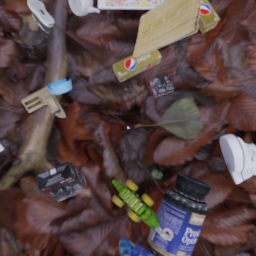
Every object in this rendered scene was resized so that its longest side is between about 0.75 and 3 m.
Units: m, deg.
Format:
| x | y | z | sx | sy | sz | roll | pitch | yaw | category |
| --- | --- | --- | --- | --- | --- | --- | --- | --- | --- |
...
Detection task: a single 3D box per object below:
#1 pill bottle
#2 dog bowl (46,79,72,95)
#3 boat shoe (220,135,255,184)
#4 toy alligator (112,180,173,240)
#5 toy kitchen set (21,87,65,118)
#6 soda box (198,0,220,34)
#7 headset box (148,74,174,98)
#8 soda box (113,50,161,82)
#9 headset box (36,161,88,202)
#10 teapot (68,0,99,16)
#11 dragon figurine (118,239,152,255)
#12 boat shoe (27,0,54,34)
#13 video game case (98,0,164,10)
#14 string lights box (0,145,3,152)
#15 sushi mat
| x | y | z | sx | sy | sz | roll | pitch | yaw | category |
| --- | --- | --- | --- | --- | --- | --- | --- | --- | --- |
| 1.312 | 2.249 | 7.072 | 1.140 | 1.140 | 2.038 | 21 | 91 | 4 | pill bottle |
| -1.924 | -1.150 | 7.894 | 0.594 | 1.066 | 0.264 | -26 | 110 | -21 | dog bowl |
| 2.600 | 0.643 | 6.353 | 0.739 | 2.260 | 0.832 | -24 | 63 | 12 | boat shoe |
| 0.279 | 1.613 | 5.535 | 1.628 | 0.391 | 0.540 | 40 | 84 | 8 | toy alligator |
| -2.776 | -0.593 | 9.257 | 1.056 | 1.171 | 0.955 | -29 | 122 | -5 | toy kitchen set |
| 2.529 | -4.333 | 10.096 | 0.586 | 0.554 | 1.729 | -29 | 80 | -6 | soda box |
| 1.101 | -1.431 | 9.683 | 0.822 | 0.317 | 0.612 | -18 | 80 | -2 | headset box |
| 0.312 | -2.232 | 9.724 | 1.636 | 0.524 | 0.554 | -27 | 82 | -5 | soda box |
| -1.305 | 1.129 | 5.716 | 0.710 | 0.954 | 0.368 | -22 | 57 | 2 | headset box |
| -1.365 | -3.847 | 8.461 | 0.629 | 0.850 | 0.861 | -32 | 123 | -31 | teapot |
| -0.101 | 2.960 | 6.095 | 0.782 | 2.657 | 1.321 | -38 | 101 | -28 | dragon figurine |
| -2.243 | -2.826 | 7.051 | 0.395 | 0.355 | 1.117 | -16 | 61 | -38 | boat shoe |
| 0.075 | -4.104 | 7.375 | 2.006 | 0.230 | 1.825 | 13 | 111 | 27 | video game case |
| -3.242 | 0.409 | 6.436 | 0.345 | 1.172 | 0.602 | -39 | 100 | -30 | string lights box |
| 0.839 | -2.432 | 6.490 | 0.157 | 2.597 | 1.242 | 15 | 84 | -26 | sushi mat |
